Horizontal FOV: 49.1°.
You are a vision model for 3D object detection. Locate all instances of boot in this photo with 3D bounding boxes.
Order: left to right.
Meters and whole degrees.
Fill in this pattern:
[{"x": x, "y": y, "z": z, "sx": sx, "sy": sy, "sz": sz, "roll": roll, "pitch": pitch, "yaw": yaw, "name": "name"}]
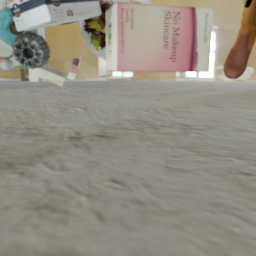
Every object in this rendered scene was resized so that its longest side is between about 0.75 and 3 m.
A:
[{"x": 1.710, "y": -1.347, "z": 4.079, "sx": 0.361, "sy": 0.992, "sz": 1.054, "roll": 30, "pitch": -14, "yaw": 24, "name": "boot"}]

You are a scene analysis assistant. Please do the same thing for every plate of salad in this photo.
[{"x": -0.231, "y": -2.804, "z": 7.517, "sx": 2.113, "sy": 2.113, "sz": 0.507, "roll": -3, "pitch": 23, "yaw": -16, "name": "plate of salad"}]

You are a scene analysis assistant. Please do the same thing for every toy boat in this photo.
[{"x": -3.276, "y": -2.460, "z": 8.039, "sx": 0.787, "sy": 1.693, "sz": 1.423, "roll": 28, "pitch": 4, "yaw": 38, "name": "toy boat"}]

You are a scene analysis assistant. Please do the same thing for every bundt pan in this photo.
[{"x": -2.157, "y": -1.657, "z": 6.136, "sx": 0.836, "sy": 0.836, "sz": 0.314, "roll": 1, "pitch": 32, "yaw": 4, "name": "bundt pan"}]

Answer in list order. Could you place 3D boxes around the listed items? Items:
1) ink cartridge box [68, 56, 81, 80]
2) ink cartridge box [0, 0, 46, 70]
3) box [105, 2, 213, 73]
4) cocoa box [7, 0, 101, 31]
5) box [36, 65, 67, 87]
[{"x": -1.550, "y": -1.751, "z": 8.064, "sx": 0.203, "sy": 0.440, "sz": 0.807, "roll": 16, "pitch": -20, "yaw": -14, "name": "ink cartridge box"}, {"x": -4.381, "y": -3.529, "z": 10.305, "sx": 1.175, "sy": 2.074, "sz": 2.829, "roll": -6, "pitch": -3, "yaw": 20, "name": "ink cartridge box"}, {"x": 0.680, "y": -2.074, "z": 6.711, "sx": 2.305, "sy": 1.474, "sz": 1.256, "roll": -3, "pitch": 13, "yaw": -15, "name": "box"}, {"x": -1.495, "y": -2.668, "z": 5.689, "sx": 1.050, "sy": 1.034, "sz": 1.575, "roll": 1, "pitch": 23, "yaw": 35, "name": "cocoa box"}, {"x": -3.476, "y": -2.425, "z": 12.786, "sx": 1.218, "sy": 0.474, "sz": 0.579, "roll": 22, "pitch": 33, "yaw": -15, "name": "box"}]
